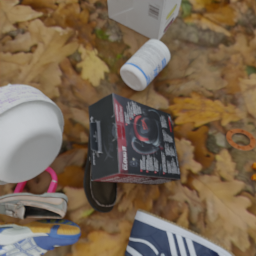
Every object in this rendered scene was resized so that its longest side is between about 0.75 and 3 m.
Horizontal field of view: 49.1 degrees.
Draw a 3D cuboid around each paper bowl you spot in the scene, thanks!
[{"bbox_3d":[-2.804,0.336,7.235,1.374,2.641,2.641,38,74,25],"label":"paper bowl"}]

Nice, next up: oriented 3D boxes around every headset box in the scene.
[{"bbox_3d":[0.104,0.397,7.417,1.016,2.709,2.013,-23,65,39],"label":"headset box"}]

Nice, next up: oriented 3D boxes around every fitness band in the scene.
[{"bbox_3d":[-2.703,1.794,8.155,1.077,0.281,1.499,17,69,7],"label":"fitness band"}]

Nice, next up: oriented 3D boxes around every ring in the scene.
[{"bbox_3d":[3.472,0.333,8.599,0.885,0.085,0.885,1,45,-1],"label":"ring"}]

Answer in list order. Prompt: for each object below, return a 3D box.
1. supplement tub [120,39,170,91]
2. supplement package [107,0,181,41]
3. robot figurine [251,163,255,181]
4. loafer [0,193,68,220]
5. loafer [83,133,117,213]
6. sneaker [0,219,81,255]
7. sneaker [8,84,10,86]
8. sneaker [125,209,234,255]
[{"bbox_3d":[0.555,-2.030,9.087,1.001,1.001,1.518,37,69,12],"label":"supplement tub"},{"bbox_3d":[0.581,-4.642,9.151,2.170,2.787,1.545,31,73,11],"label":"supplement package"},{"bbox_3d":[4.208,1.372,8.278,1.034,0.301,0.749,10,69,5],"label":"robot figurine"},{"bbox_3d":[-2.621,2.144,7.476,1.953,0.702,0.614,-3,42,-5],"label":"loafer"},{"bbox_3d":[-0.723,1.077,7.929,0.925,0.904,2.535,4,67,-27],"label":"loafer"},{"bbox_3d":[-2.581,3.126,7.418,2.717,1.023,1.197,-4,84,3],"label":"sneaker"},{"bbox_3d":[-3.678,-1.001,8.934,0.444,0.387,0.986,3,54,-10],"label":"sneaker"},{"bbox_3d":[1.238,3.320,7.207,2.726,0.955,1.479,21,71,12],"label":"sneaker"}]
